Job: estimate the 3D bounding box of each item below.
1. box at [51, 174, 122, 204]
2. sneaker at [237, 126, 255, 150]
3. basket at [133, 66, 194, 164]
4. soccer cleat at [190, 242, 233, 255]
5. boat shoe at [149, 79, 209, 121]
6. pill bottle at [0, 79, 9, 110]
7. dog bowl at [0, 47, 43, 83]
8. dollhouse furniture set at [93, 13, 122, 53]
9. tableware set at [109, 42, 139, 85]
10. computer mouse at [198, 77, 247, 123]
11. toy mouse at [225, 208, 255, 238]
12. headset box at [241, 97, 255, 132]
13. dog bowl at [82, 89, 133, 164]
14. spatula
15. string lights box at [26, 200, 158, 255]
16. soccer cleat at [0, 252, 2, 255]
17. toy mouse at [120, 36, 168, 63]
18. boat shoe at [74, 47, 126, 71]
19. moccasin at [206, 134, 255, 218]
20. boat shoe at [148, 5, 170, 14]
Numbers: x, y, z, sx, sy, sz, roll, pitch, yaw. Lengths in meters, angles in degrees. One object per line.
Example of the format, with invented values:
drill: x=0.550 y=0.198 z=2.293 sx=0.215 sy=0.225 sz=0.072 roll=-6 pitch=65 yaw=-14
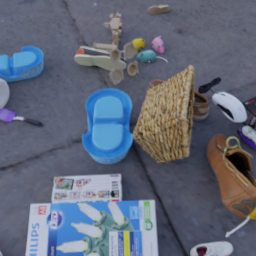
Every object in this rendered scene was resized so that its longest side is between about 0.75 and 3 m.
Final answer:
box: x=-1.106 y=1.811 z=7.616 sx=1.862 sy=0.323 sz=1.025 roll=-2 pitch=52 yaw=-1
sneaker: x=3.809 y=0.370 z=8.671 sx=1.079 sy=0.537 sz=0.375 roll=45 pitch=72 yaw=-5
basket: x=1.453 y=-0.267 z=7.968 sx=1.731 sy=1.659 sz=2.324 roll=-26 pitch=30 yaw=36
soccer cleat: x=2.024 y=2.931 z=6.671 sx=1.076 sy=0.465 sz=0.376 roll=-9 pitch=53 yaw=-7
boat shoe: x=1.757 y=-1.162 z=9.573 sx=2.337 sy=0.839 sz=0.885 roll=30 pitch=58 yaw=21
pill bottle: x=-5.262 y=-1.337 z=9.520 sx=2.079 sy=1.139 sz=1.139 roll=15 pitch=54 yaw=12
dog bowl: x=-4.388 y=-2.355 z=10.652 sx=2.415 sy=0.599 sz=1.346 roll=-13 pitch=53 yaw=-9
dollhouse furniture set: x=-0.814 y=-3.905 z=11.538 sx=0.938 sy=1.099 sz=2.120 roll=5 pitch=53 yaw=1
tableware set: x=-0.157 y=-2.371 z=10.257 sx=1.534 sy=1.282 sz=0.178 roll=-31 pitch=33 yaw=-33
computer mouse: x=3.051 y=-0.911 z=8.796 sx=0.997 sy=0.399 sz=1.818 roll=-21 pitch=55 yaw=-24
toy mouse: x=4.262 y=2.046 z=7.283 sx=2.593 sy=0.565 sz=2.917 roll=22 pitch=56 yaw=16
headset box: x=4.658 y=-0.226 z=8.943 sx=1.369 sy=0.711 sz=1.840 roll=-23 pitch=54 yaw=-17
dog bowl: x=-0.612 y=-0.055 z=8.802 sx=1.483 sy=0.659 sz=2.660 roll=-1 pitch=55 yaw=0
spatula: x=-3.580 y=-0.287 z=9.337 sx=1.582 sy=0.163 sz=0.447 roll=14 pitch=55 yaw=10
string lights box: x=-0.796 y=2.530 z=6.558 sx=2.875 sy=0.848 sz=1.478 roll=-2 pitch=68 yaw=-1
soccer cleat: x=-3.235 y=3.017 z=6.214 sx=2.515 sy=1.086 sz=0.878 roll=32 pitch=59 yaw=23
toy mouse: x=0.951 y=-3.222 z=11.444 sx=1.998 sy=0.387 sz=1.776 roll=-36 pitch=60 yaw=-24
boat shoe: x=-1.030 y=-2.720 z=10.826 sx=2.094 sy=0.745 sz=0.655 roll=11 pitch=60 yaw=13
moccasin: x=2.757 y=0.941 z=7.334 sx=1.058 sy=1.116 sz=2.891 roll=33 pitch=26 yaw=-5
boat shoe: x=1.456 y=-5.681 z=13.379 sx=1.026 sy=0.369 sz=0.332 roll=-9 pitch=40 yaw=-2
